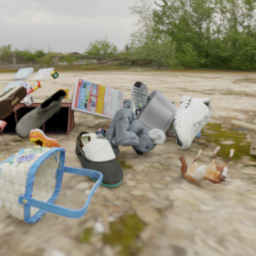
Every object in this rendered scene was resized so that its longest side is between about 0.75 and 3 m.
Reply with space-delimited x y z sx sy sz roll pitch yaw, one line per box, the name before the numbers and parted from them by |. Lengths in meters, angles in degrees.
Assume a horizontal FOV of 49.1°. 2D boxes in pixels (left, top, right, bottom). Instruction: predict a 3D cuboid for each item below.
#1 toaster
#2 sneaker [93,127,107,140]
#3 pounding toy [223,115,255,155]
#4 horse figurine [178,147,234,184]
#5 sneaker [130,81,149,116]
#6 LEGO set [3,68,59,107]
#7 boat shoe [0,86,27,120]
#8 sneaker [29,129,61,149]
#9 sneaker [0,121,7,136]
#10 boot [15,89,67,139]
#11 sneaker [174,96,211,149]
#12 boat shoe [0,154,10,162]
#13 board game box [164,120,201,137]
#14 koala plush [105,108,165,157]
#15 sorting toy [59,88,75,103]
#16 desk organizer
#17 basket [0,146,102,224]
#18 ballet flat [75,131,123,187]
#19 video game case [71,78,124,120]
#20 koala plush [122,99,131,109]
toaster | 0.867 -0.346 9.551 1.126 1.743 0.991 35 -2 -3
sneaker | -1.027 0.195 9.706 0.978 0.413 0.366 -8 28 -13
pounding toy | 3.952 0.302 8.073 2.453 1.122 2.155 11 19 36
horse figurine | 1.746 0.915 6.447 1.552 0.387 1.029 -16 35 50
sneaker | 0.194 -0.803 11.168 0.786 2.096 1.210 20 -37 -22
LEGO set | -4.136 -1.787 11.225 2.893 0.710 2.161 4 55 34
boat shoe | -3.938 -0.773 8.875 0.599 0.598 1.620 11 41 28
sneaker | -2.416 0.482 8.113 0.446 0.471 1.221 -19 -32 22
sneaker | -4.445 0.091 8.570 0.954 0.811 2.200 27 -1 -17
boot | -3.003 -0.542 9.533 2.017 0.683 1.317 -46 4 -24
sneaker | 2.099 -0.283 8.998 1.054 0.978 2.602 1 35 21
boat shoe | -3.170 0.906 6.052 1.497 0.469 0.549 -18 47 -38
board game box | 1.975 -0.141 10.579 1.413 0.684 1.126 1 15 7
koala plush | 0.238 0.237 8.092 1.488 1.367 1.319 21 -33 -24
sorting toy | -1.729 -1.253 11.794 2.472 1.392 0.337 16 -20 6
desk organizer | -3.617 -0.351 10.741 2.911 1.044 1.121 0 17 0
basket | -1.462 1.032 5.146 1.755 1.220 1.547 14 14 3
ballet flat | -0.894 0.653 7.270 0.859 0.864 2.526 -9 18 -26
video game case | -1.163 -1.105 11.174 1.994 1.425 0.174 14 -28 -18
koala plush | -0.079 -0.903 13.089 0.727 0.792 0.702 -26 46 -24
